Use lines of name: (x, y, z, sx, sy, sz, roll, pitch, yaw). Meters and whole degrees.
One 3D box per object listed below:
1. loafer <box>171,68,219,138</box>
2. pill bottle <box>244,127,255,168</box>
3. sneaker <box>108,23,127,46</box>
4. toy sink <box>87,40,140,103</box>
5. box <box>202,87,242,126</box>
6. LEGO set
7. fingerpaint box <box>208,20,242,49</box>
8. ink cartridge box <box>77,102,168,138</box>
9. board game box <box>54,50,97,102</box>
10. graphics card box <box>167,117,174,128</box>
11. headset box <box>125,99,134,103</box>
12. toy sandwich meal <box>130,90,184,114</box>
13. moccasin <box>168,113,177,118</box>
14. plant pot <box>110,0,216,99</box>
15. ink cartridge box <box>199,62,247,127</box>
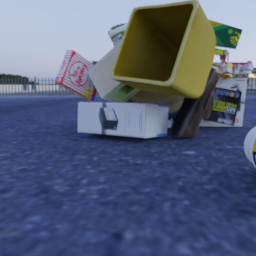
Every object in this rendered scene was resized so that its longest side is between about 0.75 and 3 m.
loafer: (1.973, -0.648, 7.902, 0.766, 2.158, 0.788, 17, 21, -21)
pill bottle: (2.430, 0.392, 4.014, 0.996, 0.996, 1.771, -1, 5, -4)
sneaker: (0.457, -2.864, 8.901, 2.235, 0.990, 0.859, -11, -11, 23)
toy sink: (0.038, -1.701, 8.255, 1.942, 1.088, 1.266, -37, -19, 21)
box: (2.994, -0.784, 9.560, 1.467, 1.175, 0.325, 15, 7, 20)
LEGO set: (2.808, -2.287, 8.947, 2.682, 0.998, 1.234, 9, -7, -38)
fingerpaint box: (2.532, -3.060, 9.066, 1.454, 0.639, 1.742, 11, 18, -14)
ink cartridge box: (-0.140, -0.255, 8.254, 2.219, 0.929, 1.610, 4, 4, 29)
board game box: (-1.470, -1.567, 8.604, 0.324, 1.061, 1.401, 12, -10, 41)
graphics card box: (0.701, -0.178, 9.758, 1.597, 0.406, 1.002, -4, 3, -15)
headset box: (0.466, -1.030, 10.107, 1.456, 0.546, 1.082, 34, -20, -12)
toy sandwich meal: (1.062, -1.716, 9.218, 2.669, 2.669, 0.914, 3, -9, 21)
moccasin: (1.952, -1.349, 10.114, 1.052, 2.615, 0.892, 11, 22, 12)
plant pot: (1.072, -1.659, 6.897, 1.892, 1.879, 1.935, 16, -3, 42)
ink cartridge box: (3.382, -1.251, 10.457, 1.729, 2.355, 0.976, 0, 13, -1)
